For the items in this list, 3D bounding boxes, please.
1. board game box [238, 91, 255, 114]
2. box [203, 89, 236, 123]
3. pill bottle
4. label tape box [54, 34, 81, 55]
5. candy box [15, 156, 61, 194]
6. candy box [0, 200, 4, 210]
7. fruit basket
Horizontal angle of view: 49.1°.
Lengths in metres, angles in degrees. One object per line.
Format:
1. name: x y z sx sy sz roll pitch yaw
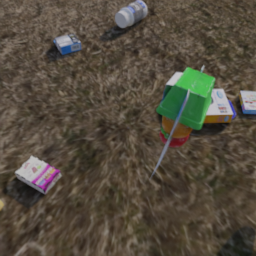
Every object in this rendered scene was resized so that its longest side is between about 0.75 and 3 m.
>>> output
1. board game box: 4.199 -0.859 9.481 0.720 0.190 0.942 4 48 4
2. box: 2.453 -0.724 9.213 2.096 0.435 1.248 -3 48 0
3. pill bottle: 0.131 -5.260 13.002 0.846 0.846 1.486 31 55 25
4. label tape box: -2.610 -3.648 11.856 0.863 0.398 1.205 -21 53 -18
5. candy box: -2.404 1.250 7.509 0.997 0.304 0.680 24 52 20
6. candy box: -4.127 1.942 6.754 1.808 0.510 1.055 14 50 14
7. fruit basket: 0.871 -0.142 5.167 0.839 1.789 1.657 30 38 8
